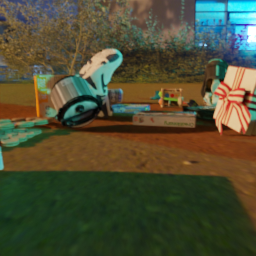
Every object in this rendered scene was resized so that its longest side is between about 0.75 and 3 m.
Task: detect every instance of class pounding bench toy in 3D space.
[{"bbox_3d":[2.012,-1.400,13.301,1.096,0.873,1.405,1,11,6],"label":"pounding bench toy"}]

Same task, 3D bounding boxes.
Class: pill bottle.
[{"bbox_3d":[-1.028,-1.697,15.082,1.359,0.773,0.773,-4,12,-16],"label":"pill bottle"}]

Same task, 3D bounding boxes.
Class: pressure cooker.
[{"bbox_3d":[-1.518,-0.668,8.141,1.248,1.229,1.397,13,37,-49],"label":"pressure cooker"}]

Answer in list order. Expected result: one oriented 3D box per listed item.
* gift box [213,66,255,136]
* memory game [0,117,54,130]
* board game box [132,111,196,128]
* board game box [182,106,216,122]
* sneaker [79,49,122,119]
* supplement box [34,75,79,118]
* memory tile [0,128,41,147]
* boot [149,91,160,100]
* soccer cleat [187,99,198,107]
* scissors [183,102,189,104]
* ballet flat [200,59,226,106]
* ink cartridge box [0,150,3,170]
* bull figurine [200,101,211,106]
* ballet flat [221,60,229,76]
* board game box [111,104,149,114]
[{"bbox_3d":[3.148,-0.511,6.920,1.698,1.818,1.678,11,9,-10],"label":"gift box"},{"bbox_3d":[-3.414,-0.154,8.265,2.376,0.151,2.376,-3,7,0],"label":"memory game"},{"bbox_3d":[1.208,-0.310,9.108,1.922,0.333,1.213,3,11,14],"label":"board game box"},{"bbox_3d":[3.416,-0.480,9.941,1.707,0.355,2.524,-6,13,-30],"label":"board game box"},{"bbox_3d":[-0.851,-1.260,9.451,1.815,2.790,1.114,37,28,-31],"label":"sneaker"},{"bbox_3d":[-2.197,-1.217,10.491,2.408,1.517,0.885,-6,8,-20],"label":"supplement box"},{"bbox_3d":[-2.973,0.220,6.959,1.177,0.129,1.536,1,12,8],"label":"memory tile"},{"bbox_3d":[1.682,-2.048,17.457,0.842,0.550,0.285,-7,13,-32],"label":"boot"},{"bbox_3d":[3.109,-1.092,13.308,0.525,0.406,1.255,38,15,12],"label":"soccer cleat"},{"bbox_3d":[2.783,-1.357,15.132,1.176,0.082,0.430,3,13,8],"label":"scissors"},{"bbox_3d":[3.238,-1.430,10.698,0.927,0.932,2.725,-4,-28,16],"label":"ballet flat"},{"bbox_3d":[-3.056,0.413,3.300,1.844,1.070,2.555,-2,12,9],"label":"ink cartridge box"},{"bbox_3d":[3.766,-1.017,12.591,0.621,0.333,1.023,19,-5,-29],"label":"bull figurine"},{"bbox_3d":[4.153,-1.795,11.690,2.851,0.969,0.975,27,19,-54],"label":"ballet flat"},{"bbox_3d":[0.067,-0.817,11.884,1.540,0.265,1.042,3,11,15],"label":"board game box"}]
